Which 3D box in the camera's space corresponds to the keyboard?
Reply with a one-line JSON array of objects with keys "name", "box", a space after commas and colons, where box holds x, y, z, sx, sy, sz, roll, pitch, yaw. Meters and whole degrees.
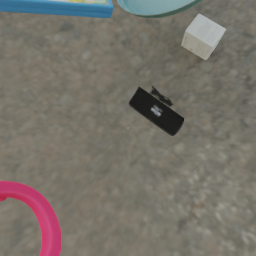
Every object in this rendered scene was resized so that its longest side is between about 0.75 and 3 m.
[{"name": "keyboard", "box": [0.768, -0.485, 6.951, 1.425, 0.282, 0.742, 37, 106, 8]}]

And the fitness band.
[{"name": "fitness band", "box": [-2.344, 1.885, 4.452, 0.517, 2.762, 1.984, -39, 68, 32]}]

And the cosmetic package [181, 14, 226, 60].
[{"name": "cosmetic package", "box": [2.298, -2.792, 8.650, 0.954, 0.799, 0.794, 34, 78, 10]}]

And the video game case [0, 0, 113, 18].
[{"name": "video game case", "box": [-1.421, -2.812, 4.761, 1.866, 0.232, 2.607, -4, 57, -18]}]

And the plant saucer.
[{"name": "plant saucer", "box": [1.028, -3.510, 6.366, 2.786, 0.382, 2.786, -12, 60, 22]}]
